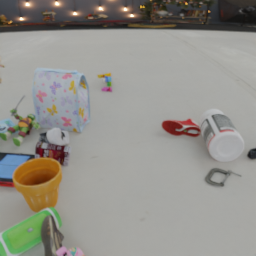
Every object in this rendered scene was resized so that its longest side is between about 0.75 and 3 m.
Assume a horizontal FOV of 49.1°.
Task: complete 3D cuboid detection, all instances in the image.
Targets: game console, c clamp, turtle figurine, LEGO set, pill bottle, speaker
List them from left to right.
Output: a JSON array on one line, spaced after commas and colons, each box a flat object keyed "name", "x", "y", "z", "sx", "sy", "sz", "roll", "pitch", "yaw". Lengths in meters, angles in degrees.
[{"name": "game console", "x": -4.541, "y": 1.511, "z": 10.695, "sx": 2.223, "sy": 0.345, "sz": 1.966, "roll": 4, "pitch": 29, "yaw": 6}, {"name": "turtle figurine", "x": -4.752, "y": -0.284, "z": 12.559, "sx": 1.991, "sy": 1.433, "sz": 1.931, "roll": -26, "pitch": 29, "yaw": 40}, {"name": "speaker", "x": -2.750, "y": 2.907, "z": 7.747, "sx": 1.740, "sy": 0.770, "sz": 0.770, "roll": -24, "pitch": 37, "yaw": -37}, {"name": "LEGO set", "x": -1.573, "y": -3.156, "z": 18.636, "sx": 0.912, "sy": 0.848, "sz": 2.222, "roll": -2, "pitch": 28, "yaw": -4}, {"name": "pill bottle", "x": 3.873, "y": 0.223, "z": 11.938, "sx": 1.377, "sy": 1.377, "sz": 2.418, "roll": 1, "pitch": 29, "yaw": 1}, {"name": "c clamp", "x": 3.455, "y": 1.809, "z": 10.333, "sx": 1.043, "sy": 0.165, "sz": 1.221, "roll": 23, "pitch": 36, "yaw": 35}]

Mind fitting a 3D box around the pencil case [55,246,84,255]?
[{"name": "pencil case", "x": -0.915, "y": 3.665, "z": 6.150, "sx": 0.993, "sy": 0.993, "sz": 2.271, "roll": -21, "pitch": 36, "yaw": -33}]

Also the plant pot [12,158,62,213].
[{"name": "plant pot", "x": -2.793, "y": 1.908, "z": 8.944, "sx": 1.452, "sy": 1.329, "sz": 1.452, "roll": -1, "pitch": 29, "yaw": 0}]

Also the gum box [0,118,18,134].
[{"name": "gum box", "x": -6.149, "y": 0.076, "z": 13.315, "sx": 1.414, "sy": 0.315, "sz": 1.201, "roll": -21, "pitch": 35, "yaw": -33}]

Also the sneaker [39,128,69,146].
[{"name": "sneaker", "x": -3.256, "y": 0.482, "z": 11.691, "sx": 1.148, "sy": 0.761, "sz": 2.017, "roll": -9, "pitch": -5, "yaw": 6}]

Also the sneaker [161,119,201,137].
[{"name": "sneaker", "x": 2.517, "y": -0.084, "z": 13.411, "sx": 1.829, "sy": 0.717, "sz": 1.057, "roll": 16, "pitch": 22, "yaw": 4}]

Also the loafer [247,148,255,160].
[{"name": "loafer", "x": 5.506, "y": 0.955, "z": 11.578, "sx": 1.285, "sy": 0.451, "sz": 0.436, "roll": -12, "pitch": 31, "yaw": -20}]

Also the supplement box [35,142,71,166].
[{"name": "supplement box", "x": -2.923, "y": 1.021, "z": 10.903, "sx": 1.311, "sy": 0.714, "sz": 0.399, "roll": 10, "pitch": 33, "yaw": -8}]

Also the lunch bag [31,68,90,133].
[{"name": "lunch bag", "x": -3.129, "y": -1.430, "z": 13.433, "sx": 2.400, "sy": 2.830, "sz": 1.799, "roll": 5, "pitch": 30, "yaw": 11}]

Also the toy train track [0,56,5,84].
[{"name": "toy train track", "x": -4.171, "y": -1.870, "z": 9.177, "sx": 0.199, "sy": 1.224, "sz": 0.702, "roll": 12, "pitch": 55, "yaw": -15}]

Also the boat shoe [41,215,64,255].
[{"name": "boat shoe", "x": -2.002, "y": 2.996, "z": 7.502, "sx": 0.478, "sy": 1.284, "sz": 0.471, "roll": -27, "pitch": -26, "yaw": 33}]
